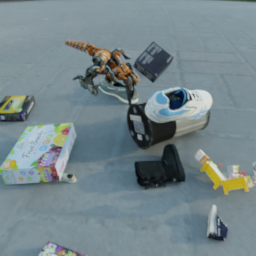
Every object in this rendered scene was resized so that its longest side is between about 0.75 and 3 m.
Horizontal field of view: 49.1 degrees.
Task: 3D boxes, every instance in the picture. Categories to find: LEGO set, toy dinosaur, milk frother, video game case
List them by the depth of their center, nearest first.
[{"bbox_3d":[-1.620,3.383,6.177,1.374,0.271,1.516,12,34,19],"label":"video game case"},{"bbox_3d":[-0.790,-1.752,8.148,2.243,1.522,1.145,37,6,14],"label":"toy dinosaur"},{"bbox_3d":[3.225,1.398,8.765,0.952,1.177,2.558,0,5,-31],"label":"LEGO set"},{"bbox_3d":[1.285,-1.094,10.825,2.772,2.947,2.659,-17,32,-26],"label":"milk frother"}]

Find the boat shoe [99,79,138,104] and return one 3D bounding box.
[{"bbox_3d":[-0.536,-2.128,14.349,1.035,0.878,2.843,-24,39,-33],"label":"boat shoe"}]

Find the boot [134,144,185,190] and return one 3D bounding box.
[{"bbox_3d":[0.954,1.219,9.285,1.504,0.679,1.835,-5,35,-5],"label":"boot"}]

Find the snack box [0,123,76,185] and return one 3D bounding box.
[{"bbox_3d":[-2.997,0.808,9.733,1.837,0.684,2.583,-6,31,6],"label":"snack box"}]

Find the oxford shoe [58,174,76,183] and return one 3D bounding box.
[{"bbox_3d":[-2.085,1.586,9.067,0.834,0.241,0.313,6,36,14],"label":"oxford shoe"}]

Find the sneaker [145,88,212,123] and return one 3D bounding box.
[{"bbox_3d":[1.717,-0.762,8.345,2.764,1.002,0.993,-13,69,-39],"label":"sneaker"}]

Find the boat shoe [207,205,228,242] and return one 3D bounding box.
[{"bbox_3d":[2.402,2.553,7.469,0.473,0.381,1.020,16,42,11],"label":"boat shoe"}]

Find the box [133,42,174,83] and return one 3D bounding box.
[{"bbox_3d":[1.064,-2.762,11.841,1.138,0.650,1.250,40,75,5],"label":"box"}]

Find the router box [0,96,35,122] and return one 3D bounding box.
[{"bbox_3d":[-5.162,-0.906,12.799,1.368,0.454,1.740,-1,32,-2],"label":"router box"}]
